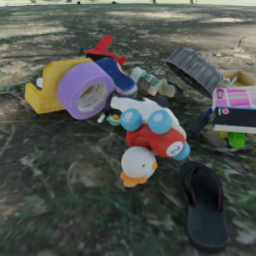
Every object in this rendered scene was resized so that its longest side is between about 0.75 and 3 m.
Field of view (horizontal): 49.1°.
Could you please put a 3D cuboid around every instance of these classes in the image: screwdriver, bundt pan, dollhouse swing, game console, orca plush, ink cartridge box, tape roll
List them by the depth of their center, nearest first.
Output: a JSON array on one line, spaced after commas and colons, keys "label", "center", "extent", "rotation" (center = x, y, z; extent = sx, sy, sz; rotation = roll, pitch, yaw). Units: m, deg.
[{"label": "ink cartridge box", "center": [3.493, -0.419, 7.473], "extent": [2.384, 0.442, 1.129], "rotation": [5, 69, 6]}, {"label": "screwdriver", "center": [2.621, -0.736, 8.507], "extent": [2.445, 0.356, 0.341], "rotation": [-53, 38, -11]}, {"label": "orca plush", "center": [0.477, -0.198, 8.739], "extent": [2.816, 1.001, 1.481], "rotation": [11, 68, 31]}, {"label": "tape roll", "center": [-1.369, -1.192, 9.198], "extent": [1.774, 1.774, 0.754], "rotation": [-24, 59, -36]}, {"label": "dollhouse swing", "center": [-2.389, -1.733, 9.932], "extent": [2.163, 1.901, 1.965], "rotation": [-16, 37, -32]}, {"label": "bundt pan", "center": [2.455, -2.015, 10.043], "extent": [2.337, 0.877, 2.337], "rotation": [39, 7, -5]}, {"label": "game console", "center": [-1.090, -2.605, 12.073], "extent": [1.579, 1.396, 0.245], "rotation": [16, 46, 29]}]

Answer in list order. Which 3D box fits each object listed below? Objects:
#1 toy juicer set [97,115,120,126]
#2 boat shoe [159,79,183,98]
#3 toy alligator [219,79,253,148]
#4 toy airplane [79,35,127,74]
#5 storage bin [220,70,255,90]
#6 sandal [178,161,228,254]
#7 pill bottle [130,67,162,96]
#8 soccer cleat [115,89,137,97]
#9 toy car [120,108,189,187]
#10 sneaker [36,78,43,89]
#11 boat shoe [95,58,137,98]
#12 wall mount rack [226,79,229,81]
[{"label": "toy juicer set", "center": [-0.449, -0.310, 8.961], "extent": [1.126, 0.306, 0.716], "rotation": [13, 23, -18]}, {"label": "boat shoe", "center": [1.683, -1.541, 11.167], "extent": [0.531, 0.615, 1.694], "rotation": [9, 18, -15]}, {"label": "toy alligator", "center": [3.151, -0.333, 8.494], "extent": [0.855, 0.782, 2.882], "rotation": [-7, 43, 14]}, {"label": "toy airplane", "center": [-1.164, -3.094, 12.867], "extent": [2.524, 2.524, 0.464], "rotation": [3, -10, 5]}, {"label": "storage bin", "center": [4.506, -1.951, 11.867], "extent": [1.294, 0.606, 1.284], "rotation": [-7, 30, -12]}, {"label": "sandal", "center": [1.629, 1.396, 5.947], "extent": [0.958, 0.610, 2.548], "rotation": [2, 30, 3]}, {"label": "pill bottle", "center": [0.710, -1.885, 11.271], "extent": [1.196, 0.676, 0.676], "rotation": [34, 38, 9]}, {"label": "soccer cleat", "center": [-0.189, -1.475, 11.125], "extent": [1.194, 0.414, 0.463], "rotation": [-17, 6, -28]}, {"label": "toy car", "center": [0.467, 0.675, 6.670], "extent": [1.514, 1.578, 1.712], "rotation": [6, 62, 35]}, {"label": "sneaker", "center": [-3.211, -2.112, 11.744], "extent": [1.734, 0.998, 0.654], "rotation": [18, 34, 29]}, {"label": "boat shoe", "center": [-0.545, -1.730, 10.531], "extent": [0.936, 0.938, 2.591], "rotation": [-26, 47, -13]}, {"label": "wall mount rack", "center": [4.340, -1.085, 10.139], "extent": [1.938, 0.832, 2.230], "rotation": [13, 31, -1]}]
